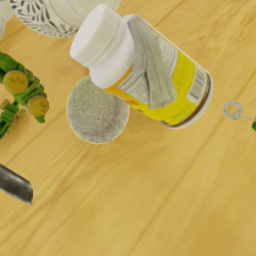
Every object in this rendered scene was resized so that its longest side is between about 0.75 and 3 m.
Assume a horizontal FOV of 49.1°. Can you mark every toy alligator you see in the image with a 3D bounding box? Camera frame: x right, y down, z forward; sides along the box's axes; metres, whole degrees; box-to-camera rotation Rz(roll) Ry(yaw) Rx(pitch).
[{"bbox_3d":[-3.219,-0.055,7.115,0.611,0.443,1.845,33,58,-17],"label":"toy alligator"},{"bbox_3d":[-2.145,-1.025,5.152,0.594,2.473,0.820,-46,47,-13],"label":"toy alligator"},{"bbox_3d":[2.179,0.100,3.721,1.901,0.457,0.630,33,94,32],"label":"toy alligator"}]

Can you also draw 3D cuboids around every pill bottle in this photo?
[{"bbox_3d":[0.245,-0.911,4.422,2.182,1.192,1.192,28,52,-30],"label":"pill bottle"}]

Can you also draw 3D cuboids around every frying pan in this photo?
[{"bbox_3d":[-1.552,0.307,2.701,0.977,1.615,0.263,12,63,45],"label":"frying pan"}]

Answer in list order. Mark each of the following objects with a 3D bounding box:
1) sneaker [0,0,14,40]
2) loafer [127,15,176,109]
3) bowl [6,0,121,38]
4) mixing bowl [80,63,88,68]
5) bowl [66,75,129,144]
[{"bbox_3d":[-4.348,-3.169,8.923,0.916,0.945,2.588,33,72,8],"label":"sneaker"},{"bbox_3d":[0.227,-0.787,3.474,0.409,0.410,1.172,-25,103,-3],"label":"loafer"},{"bbox_3d":[-1.026,-3.052,5.827,2.865,2.865,1.345,-31,51,-18],"label":"bowl"},{"bbox_3d":[-0.963,-2.159,8.026,1.513,1.513,0.820,23,84,14],"label":"mixing bowl"},{"bbox_3d":[-0.879,-0.465,6.999,1.684,1.684,0.790,-43,24,-23],"label":"bowl"}]
